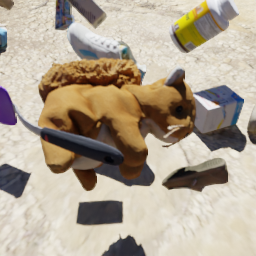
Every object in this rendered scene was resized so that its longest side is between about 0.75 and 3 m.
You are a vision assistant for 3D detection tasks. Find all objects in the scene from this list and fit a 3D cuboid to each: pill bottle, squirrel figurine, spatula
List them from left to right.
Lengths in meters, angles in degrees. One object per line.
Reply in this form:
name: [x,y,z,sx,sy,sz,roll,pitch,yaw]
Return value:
spatula: [-1.064,-0.029,3.204,2.276,0.643,0.234,22,46,20]
squirrel figurine: [-0.169,-0.433,4.786,2.358,1.788,2.526,-23,60,0]
pill bottle: [2.301,-3.204,8.573,1.932,1.056,1.056,-27,27,35]

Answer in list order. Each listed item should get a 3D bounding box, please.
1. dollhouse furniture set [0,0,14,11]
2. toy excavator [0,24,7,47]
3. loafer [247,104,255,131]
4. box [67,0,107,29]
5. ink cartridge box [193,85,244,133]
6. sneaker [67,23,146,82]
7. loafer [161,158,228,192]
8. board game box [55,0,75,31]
dollhouse furniture set: [-3.939,-2.621,6.610,0.961,1.125,2.170,27,81,17]
toy excavator: [-6.124,-4.411,13.218,1.712,0.880,1.761,24,34,22]
loafer: [4.490,-0.683,8.865,0.845,0.936,2.475,23,56,22]
box: [-1.058,-2.833,6.257,1.222,0.418,0.502,45,8,-3]
ink cartridge box: [2.659,-0.601,8.670,1.302,0.942,0.959,-16,44,-17]
sneaker: [-0.551,-1.996,7.442,2.471,0.998,0.945,44,36,3]
loafer: [1.201,0.951,5.114,1.352,0.456,0.514,-26,3,41]
board game box: [-2.064,-3.719,9.204,0.329,1.066,1.065,-6,25,-33]
